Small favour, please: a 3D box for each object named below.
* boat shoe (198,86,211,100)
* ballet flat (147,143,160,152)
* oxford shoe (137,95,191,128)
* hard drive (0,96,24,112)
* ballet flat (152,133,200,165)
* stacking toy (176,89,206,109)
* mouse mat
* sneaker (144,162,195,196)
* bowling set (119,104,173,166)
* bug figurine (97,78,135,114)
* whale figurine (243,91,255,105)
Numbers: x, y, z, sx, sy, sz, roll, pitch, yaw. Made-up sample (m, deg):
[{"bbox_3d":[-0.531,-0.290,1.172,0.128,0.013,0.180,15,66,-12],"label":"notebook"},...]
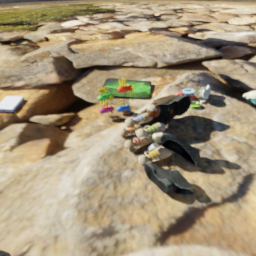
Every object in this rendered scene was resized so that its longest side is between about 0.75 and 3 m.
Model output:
[{"bbox_3d":[3.742,-1.720,13.881,0.429,0.513,1.435,-7,19,31],"label":"boat shoe"},{"bbox_3d":[1.232,0.614,10.302,1.087,0.390,0.390,-6,32,-9],"label":"ballet flat"},{"bbox_3d":[1.304,-0.706,11.718,2.764,1.004,1.167,-22,29,-36],"label":"oxford shoe"},{"bbox_3d":[-5.625,-1.134,13.300,0.886,0.170,1.343,2,32,3],"label":"hard drive"},{"bbox_3d":[1.643,0.671,9.458,1.810,0.602,0.514,25,48,-5],"label":"ballet flat"},{"bbox_3d":[3.011,-1.487,13.475,1.272,0.593,1.405,21,38,30],"label":"stacking toy"},{"bbox_3d":[-0.079,-2.104,14.795,2.576,0.097,2.073,6,35,4],"label":"mouse mat"},{"bbox_3d":[1.243,1.545,8.700,0.864,0.497,1.656,-12,34,-27],"label":"sneaker"},{"bbox_3d":[0.450,0.005,10.090,1.338,1.735,2.493,-19,33,-23],"label":"bowling set"},{"bbox_3d":[-0.505,-1.146,11.915,1.624,2.094,0.539,-14,62,-11],"label":"bug figurine"},{"bbox_3d":[6.172,-1.423,13.465,1.092,0.712,1.372,-16,11,-16],"label":"whale figurine"}]
